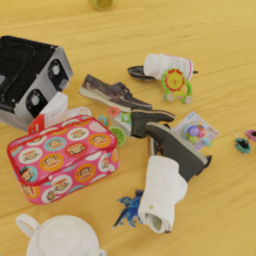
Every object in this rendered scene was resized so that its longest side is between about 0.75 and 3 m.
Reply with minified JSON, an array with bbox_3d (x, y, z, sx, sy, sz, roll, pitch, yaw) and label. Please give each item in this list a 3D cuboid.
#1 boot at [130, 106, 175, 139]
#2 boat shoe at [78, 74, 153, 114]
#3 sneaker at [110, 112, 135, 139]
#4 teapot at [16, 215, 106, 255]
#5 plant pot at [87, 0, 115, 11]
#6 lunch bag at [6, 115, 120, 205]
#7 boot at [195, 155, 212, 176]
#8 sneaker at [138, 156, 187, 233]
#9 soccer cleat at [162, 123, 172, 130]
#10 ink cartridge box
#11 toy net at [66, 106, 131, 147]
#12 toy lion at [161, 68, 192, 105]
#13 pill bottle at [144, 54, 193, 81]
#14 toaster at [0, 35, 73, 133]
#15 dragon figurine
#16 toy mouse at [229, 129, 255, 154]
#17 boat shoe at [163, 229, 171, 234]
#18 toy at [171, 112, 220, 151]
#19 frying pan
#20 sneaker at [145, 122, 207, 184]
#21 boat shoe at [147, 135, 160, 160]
[{"bbox_3d":[0.731,-0.055,8.712,1.441,0.558,0.997,8,72,-6],"label":"boot"},{"bbox_3d":[-0.440,-1.202,9.997,2.917,0.945,1.049,20,12,21],"label":"boat shoe"},{"bbox_3d":[-0.038,-0.174,9.298,0.560,0.505,1.367,-35,50,-15],"label":"sneaker"},{"bbox_3d":[-1.390,2.395,5.754,1.608,1.174,1.587,-13,41,-14],"label":"teapot"},{"bbox_3d":[-1.767,-8.926,18.770,2.400,2.400,1.704,-10,67,-12],"label":"plant pot"},{"bbox_3d":[-1.835,0.677,7.841,2.739,1.122,2.413,-24,38,-25],"label":"lunch bag"},{"bbox_3d":[1.968,0.967,8.156,0.644,0.360,0.930,21,36,40],"label":"boot"},{"bbox_3d":[0.735,1.628,6.192,0.860,2.335,1.350,7,67,22],"label":"sneaker"},{"bbox_3d":[1.362,0.336,8.813,0.380,0.470,1.089,-23,52,3],"label":"soccer cleat"},{"bbox_3d":[-2.450,-0.156,8.684,0.454,1.294,1.592,24,53,1],"label":"ink cartridge box"},{"bbox_3d":[-0.990,-0.250,8.891,2.178,1.143,0.421,20,14,7],"label":"toy net"},{"bbox_3d":[1.771,-1.519,10.141,1.276,1.223,0.438,7,2,-24],"label":"toy lion"},{"bbox_3d":[1.508,-2.254,10.577,1.672,0.948,0.948,5,37,-21],"label":"pill bottle"},{"bbox_3d":[-3.694,-1.493,9.284,2.987,1.772,2.701,17,65,21],"label":"toaster"},{"bbox_3d":[0.041,1.794,6.328,0.478,0.808,1.624,-9,-11,36],"label":"dragon figurine"},{"bbox_3d":[3.821,0.469,8.728,1.479,0.322,1.664,27,46,28],"label":"toy mouse"},{"bbox_3d":[0.720,2.079,6.761,0.392,0.393,1.115,-3,32,-11],"label":"boat shoe"},{"bbox_3d":[1.989,0.216,8.004,1.472,0.848,0.348,29,26,-38],"label":"toy"},{"bbox_3d":[1.341,-2.355,11.865,2.824,0.460,1.708,-2,25,-7],"label":"frying pan"},{"bbox_3d":[1.047,0.702,7.728,1.992,0.745,1.058,36,78,24],"label":"sneaker"},{"bbox_3d":[0.840,0.491,8.563,0.459,0.510,1.417,8,39,-5],"label":"boat shoe"}]
